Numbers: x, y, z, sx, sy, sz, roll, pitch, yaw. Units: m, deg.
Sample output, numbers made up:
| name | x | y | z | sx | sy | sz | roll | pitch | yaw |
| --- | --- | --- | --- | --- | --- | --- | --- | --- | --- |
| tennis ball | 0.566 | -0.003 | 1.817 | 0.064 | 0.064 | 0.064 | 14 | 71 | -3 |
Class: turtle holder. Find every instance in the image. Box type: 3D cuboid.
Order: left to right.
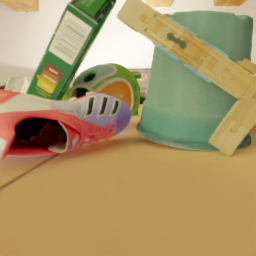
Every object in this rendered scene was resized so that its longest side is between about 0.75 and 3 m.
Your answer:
| name | x | y | z | sx | sy | sz | roll | pitch | yaw |
| --- | --- | --- | --- | --- | --- | --- | --- | --- | --- |
| turtle holder | -0.781 | -0.916 | 7.052 | 2.090 | 1.588 | 1.484 | 38 | 35 | 23 |

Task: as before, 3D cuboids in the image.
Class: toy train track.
| name | x | y | z | sx | sy | sz | roll | pitch | yaw |
| --- | --- | --- | --- | --- | --- | --- | --- | --- | --- |
| toy train track | 1.134 | -0.762 | 3.657 | 2.845 | 1.632 | 0.463 | 34 | 10 | 1 |

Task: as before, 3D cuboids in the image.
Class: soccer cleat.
| name | x | y | z | sx | sy | sz | roll | pitch | yaw |
| --- | --- | --- | --- | --- | --- | --- | --- | --- | --- |
| soccer cleat | -0.767 | -0.008 | 3.892 | 1.014 | 0.885 | 2.653 | 37 | 22 | 34 |

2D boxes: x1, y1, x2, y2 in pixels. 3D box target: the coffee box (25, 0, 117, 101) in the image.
| name | x | y | z | sx | sy | sz | roll | pitch | yaw |
| --- | --- | --- | --- | --- | --- | --- | --- | --- | --- |
| coffee box | -1.280 | -1.308 | 5.564 | 0.609 | 2.767 | 1.701 | 31 | 36 | -12 |

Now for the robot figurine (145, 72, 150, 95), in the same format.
| name | x | y | z | sx | sy | sz | roll | pitch | yaw |
| --- | --- | --- | --- | --- | --- | --- | --- | --- | --- |
| robot figurine | 1.264 | -1.060 | 6.095 | 1.972 | 2.325 | 1.313 | 6 | 37 | -40 |

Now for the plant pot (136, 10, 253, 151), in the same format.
| name | x | y | z | sx | sy | sz | roll | pitch | yaw |
| --- | --- | --- | --- | --- | --- | --- | --- | --- | --- |
| plant pot | 1.129 | -0.823 | 4.583 | 1.921 | 1.882 | 1.921 | 2 | 15 | -1 |

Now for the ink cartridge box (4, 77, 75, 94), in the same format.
| name | x | y | z | sx | sy | sz | roll | pitch | yaw |
| --- | --- | --- | --- | --- | --- | --- | --- | --- | --- |
| ink cartridge box | -2.944 | -0.996 | 9.588 | 2.378 | 0.800 | 1.392 | -8 | -30 | -44 |
